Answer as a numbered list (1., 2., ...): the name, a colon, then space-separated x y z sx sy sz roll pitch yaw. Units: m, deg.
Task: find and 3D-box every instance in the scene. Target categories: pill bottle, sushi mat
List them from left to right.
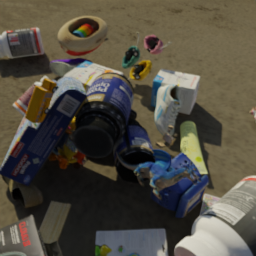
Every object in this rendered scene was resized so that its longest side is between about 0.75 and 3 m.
1. pill bottle: -5.492 -4.205 14.027 2.284 1.323 1.323 -12 42 -13
2. pill bottle: -3.334 -1.083 10.313 1.588 0.907 0.907 -47 55 -7
3. sushi mat: -1.946 2.458 7.328 0.577 0.073 1.206 5 41 7
4. pill bottle: -0.690 -0.412 8.112 1.451 1.451 2.595 6 39 7
5. pill bottle: 0.121 0.580 8.510 1.179 1.179 2.109 -4 30 -5
6. pill bottle: 2.426 2.382 6.265 2.708 1.569 1.569 -29 48 -28

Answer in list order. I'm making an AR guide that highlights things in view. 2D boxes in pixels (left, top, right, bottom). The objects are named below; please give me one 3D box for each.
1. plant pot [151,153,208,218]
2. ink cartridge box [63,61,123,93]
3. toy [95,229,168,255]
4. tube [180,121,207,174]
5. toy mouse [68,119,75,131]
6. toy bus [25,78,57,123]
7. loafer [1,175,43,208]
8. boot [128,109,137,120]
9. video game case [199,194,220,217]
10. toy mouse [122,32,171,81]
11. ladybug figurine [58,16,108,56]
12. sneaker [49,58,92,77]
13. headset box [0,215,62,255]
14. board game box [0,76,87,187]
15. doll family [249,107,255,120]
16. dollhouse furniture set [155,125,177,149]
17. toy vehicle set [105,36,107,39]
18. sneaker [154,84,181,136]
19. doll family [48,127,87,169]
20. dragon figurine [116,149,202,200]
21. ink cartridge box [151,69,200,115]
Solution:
1. plant pot: 1.400 1.598 7.496 1.194 1.194 1.074 -33 56 -29
2. ink cartridge box: -1.246 -1.491 10.729 1.848 1.337 1.360 23 48 26
3. toy: 0.064 2.915 6.559 1.674 0.395 0.964 -1 44 0
4. tube: 2.028 0.658 9.070 0.551 0.616 2.122 34 38 -23
5. toy mouse: -2.058 -0.448 10.198 1.888 0.365 1.678 -20 32 -5
6. toy bus: -2.086 -0.654 6.692 0.343 1.053 0.412 28 14 17
7. loafer: -3.065 1.644 7.801 1.614 0.614 0.544 26 31 27
8. boot: -0.585 0.124 9.650 1.921 0.665 1.672 -9 42 3
9. video game case: 2.311 2.264 7.538 0.683 0.086 0.953 15 43 16
10. toy mouse: 0.644 -3.148 11.982 2.828 0.547 2.513 -31 49 31
11. ladybug figurine: -2.106 -4.192 13.036 1.908 1.011 2.811 34 54 14
12. sneaker: -2.601 -2.896 13.091 2.030 0.706 1.010 2 35 -4
13. headset box: -2.634 3.129 5.419 2.822 1.090 2.100 -20 29 -20
14. board game box: -2.545 -0.291 8.512 0.921 2.986 2.984 31 8 -23
15. doll family: 5.445 -0.403 10.240 1.830 0.825 1.136 -5 45 21
16. dollhouse furniture set: 1.279 0.331 9.082 0.395 0.763 0.338 36 17 25
17. toy vehicle set: -1.838 -5.151 16.018 1.131 0.150 0.703 -33 51 -32
18. sneaker: 1.416 -0.616 9.752 0.722 0.762 1.886 9 76 -36
19. doll family: -2.043 0.628 8.726 1.774 1.101 0.799 34 13 34
20. dragon figurine: 0.736 0.977 6.852 1.086 0.643 2.185 -42 43 -19
21. ink cartridge box: 1.840 -1.414 10.910 1.591 1.151 1.171 15 38 17
